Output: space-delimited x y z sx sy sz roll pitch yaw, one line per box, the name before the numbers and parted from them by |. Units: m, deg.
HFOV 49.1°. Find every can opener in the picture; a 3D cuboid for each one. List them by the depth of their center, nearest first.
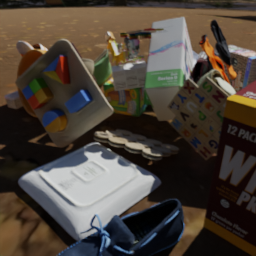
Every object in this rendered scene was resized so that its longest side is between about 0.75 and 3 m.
can opener | 0.117 -2.940 9.898 0.362 0.456 1.373 23 5 8

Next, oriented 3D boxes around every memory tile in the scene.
memory tile | 0.228 0.445 8.005 2.147 0.180 1.646 18 13 29

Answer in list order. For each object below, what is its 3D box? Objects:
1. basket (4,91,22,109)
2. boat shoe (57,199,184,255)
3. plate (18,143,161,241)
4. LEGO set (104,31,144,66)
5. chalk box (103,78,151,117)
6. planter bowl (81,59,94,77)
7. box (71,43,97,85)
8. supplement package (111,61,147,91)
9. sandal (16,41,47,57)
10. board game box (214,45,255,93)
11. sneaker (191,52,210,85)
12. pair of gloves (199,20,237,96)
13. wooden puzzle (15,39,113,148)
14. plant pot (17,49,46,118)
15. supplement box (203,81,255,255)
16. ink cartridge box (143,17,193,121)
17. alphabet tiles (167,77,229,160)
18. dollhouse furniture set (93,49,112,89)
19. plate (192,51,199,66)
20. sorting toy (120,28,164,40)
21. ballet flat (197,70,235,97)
basket | -4.405 -1.134 11.175 0.549 0.499 0.810 14 31 24
boat shoe | -0.183 1.956 5.144 2.721 0.934 1.145 -19 34 -31
plate | -0.958 1.222 6.947 2.630 0.426 2.636 26 37 37
LEGO set | -0.098 -2.704 9.701 0.806 0.996 2.165 -9 28 -24
chalk box | 0.128 -1.198 10.630 1.840 1.145 1.139 9 30 19
planter bowl | -1.340 -1.552 7.907 0.814 0.548 0.814 -9 -6 -1
box | -1.670 -1.757 8.711 0.825 0.617 1.647 -29 69 -11
supplement package | 0.071 -1.794 9.610 1.222 0.678 0.952 -8 24 -2
sandal | -3.436 -2.721 11.632 1.135 2.962 0.849 24 73 28
board game box | 4.882 -2.573 12.513 1.038 1.709 2.144 -15 32 -24
sneaker | 2.523 -1.654 9.789 0.678 1.792 1.035 10 40 35
pair of gloves | 3.178 -2.352 9.515 0.319 2.298 2.580 -16 26 35
wooden puzzle | -1.874 -0.825 7.657 2.187 2.361 0.547 -33 3 25
plant pot | -2.596 -1.662 10.570 2.354 2.354 2.155 23 21 35
supplement box | 3.211 0.604 5.500 1.951 2.938 2.898 24 37 36
ink cartridge box | 1.450 -1.922 9.431 1.218 2.022 2.783 -4 61 20
alphabet tiles | 2.078 -0.185 7.413 2.213 1.841 0.070 47 43 15
dollhouse furniture set | -1.012 -1.495 9.826 1.037 1.353 2.066 36 70 15
plate | 3.121 -3.314 14.305 2.546 0.412 2.552 40 38 6
sorting toy | 0.445 -2.925 8.820 0.706 0.248 1.465 -15 17 -40
ballet flat | 2.843 -0.372 7.904 0.992 0.917 2.942 -11 66 -32
